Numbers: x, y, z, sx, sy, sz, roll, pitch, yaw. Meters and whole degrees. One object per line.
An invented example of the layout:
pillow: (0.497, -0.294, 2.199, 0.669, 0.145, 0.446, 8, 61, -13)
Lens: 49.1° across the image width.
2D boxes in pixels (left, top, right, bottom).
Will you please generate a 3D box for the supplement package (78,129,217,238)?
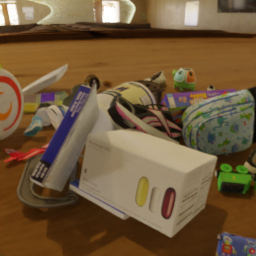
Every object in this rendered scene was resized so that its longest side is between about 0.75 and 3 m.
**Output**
supplement package: (0.484, 1.096, 6.875, 2.606, 1.445, 2.029, 18, 13, 31)

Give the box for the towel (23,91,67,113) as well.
towel: (-4.170, -1.279, 13.701, 2.329, 0.265, 1.672, -5, 35, -7)

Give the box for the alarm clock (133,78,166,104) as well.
alarm clock: (0.668, -1.701, 14.188, 1.899, 0.937, 2.815, 16, 36, 23)

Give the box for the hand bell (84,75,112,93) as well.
hand bell: (-1.534, -2.585, 16.505, 1.093, 1.093, 2.099, 12, 14, 25)

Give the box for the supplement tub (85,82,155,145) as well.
supplement tub: (-0.396, -0.449, 10.230, 1.973, 1.973, 2.722, 15, 29, 30)

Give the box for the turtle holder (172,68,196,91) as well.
turtle holder: (3.296, -2.901, 16.409, 1.237, 1.156, 1.628, 2, 23, -2)

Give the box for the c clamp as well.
c clamp: (-1.861, 1.350, 7.909, 2.200, 0.349, 2.575, 13, 28, -8)

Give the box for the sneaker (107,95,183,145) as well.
sneaker: (0.633, -0.312, 8.791, 2.880, 1.243, 1.157, 34, -16, -34)

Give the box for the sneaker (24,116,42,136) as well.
sneaker: (-3.635, -0.095, 10.774, 0.979, 0.390, 0.639, -25, 55, 30)

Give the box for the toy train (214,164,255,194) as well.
toy train: (3.888, 1.531, 7.685, 2.905, 0.606, 0.819, 4, 35, 9)

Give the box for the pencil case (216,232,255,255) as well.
pencil case: (2.480, 2.482, 5.549, 1.467, 0.573, 0.637, 7, 53, 11)

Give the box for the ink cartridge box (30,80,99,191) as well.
ink cartridge box: (-1.489, 0.275, 6.974, 0.520, 2.555, 2.560, 24, -16, 2)

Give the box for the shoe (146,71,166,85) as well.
shoe: (1.288, -2.681, 16.473, 1.001, 0.764, 2.864, 17, 32, 34)

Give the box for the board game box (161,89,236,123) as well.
board game box: (2.574, -0.647, 10.848, 2.762, 1.857, 0.618, -6, 63, -12)

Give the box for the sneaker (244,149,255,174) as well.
sneaker: (4.540, 1.016, 8.439, 2.016, 0.799, 0.745, 3, 22, -13)

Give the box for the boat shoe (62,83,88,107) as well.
boat shoe: (-2.299, -1.160, 13.040, 1.097, 0.955, 2.978, -11, 29, 6)

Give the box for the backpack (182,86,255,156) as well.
backpack: (3.122, -0.087, 9.505, 2.643, 2.156, 2.032, -1, 38, 12)

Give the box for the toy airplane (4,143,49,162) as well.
toy airplane: (-3.167, 0.840, 9.036, 1.965, 0.361, 1.965, -6, 12, 1)

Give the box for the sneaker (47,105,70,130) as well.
sneaker: (-2.078, -0.604, 10.065, 1.424, 1.945, 0.784, -39, 80, -20)

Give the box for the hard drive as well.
hard drive: (-0.465, 1.709, 7.309, 1.820, 0.231, 1.201, 19, 15, 33)

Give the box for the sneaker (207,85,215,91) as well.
sneaker: (4.702, -2.167, 15.702, 0.457, 0.546, 1.235, 9, 25, 21)

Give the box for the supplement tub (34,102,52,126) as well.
supplement tub: (-3.556, -0.626, 11.971, 0.790, 0.790, 1.289, -5, 22, -10)

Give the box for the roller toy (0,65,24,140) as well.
roller toy: (-5.467, -0.873, 10.345, 2.045, 2.670, 2.927, 5, 54, 16)

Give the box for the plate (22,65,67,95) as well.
plate: (-4.653, -2.559, 15.586, 2.649, 0.429, 2.654, -25, 21, 11)
